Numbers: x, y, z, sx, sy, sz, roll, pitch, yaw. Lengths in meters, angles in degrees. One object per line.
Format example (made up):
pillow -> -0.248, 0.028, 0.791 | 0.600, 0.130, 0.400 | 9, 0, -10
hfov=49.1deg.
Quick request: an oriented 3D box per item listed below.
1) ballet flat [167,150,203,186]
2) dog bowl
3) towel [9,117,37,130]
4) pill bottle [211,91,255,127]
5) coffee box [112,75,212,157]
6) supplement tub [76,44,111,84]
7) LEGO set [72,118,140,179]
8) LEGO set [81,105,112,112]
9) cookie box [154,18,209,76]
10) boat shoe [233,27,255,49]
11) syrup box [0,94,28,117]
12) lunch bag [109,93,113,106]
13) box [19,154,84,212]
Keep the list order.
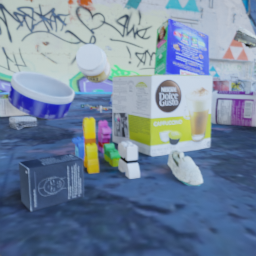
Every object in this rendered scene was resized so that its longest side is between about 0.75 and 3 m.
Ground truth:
ballet flat -> 0.964, 0.658, 5.028 | 0.434, 0.434, 1.211 | -2, 10, -10
dog bowl -> -4.052, -1.556, 13.140 | 2.832, 1.115, 2.832 | 20, 22, -8
towel -> -3.867, -0.194, 10.319 | 0.781, 0.404, 0.944 | -5, 9, -38
pill bottle -> 3.910, -0.780, 10.923 | 2.370, 1.331, 1.331 | 5, 11, 25
coffee box -> 0.821, -0.447, 7.256 | 1.854, 1.837, 1.857 | -5, 11, -30
supplement tub -> -1.661, -3.060, 13.486 | 1.435, 1.435, 1.988 | 1, -7, 5
LEGO set -> -0.606, 0.239, 5.745 | 0.911, 0.980, 2.389 | -4, 10, -20
LEGO set -> -1.853, -1.078, 16.280 | 1.525, 0.501, 2.041 | 3, -1, 25
cookie box -> 2.051, -2.658, 10.645 | 1.973, 2.306, 0.867 | 13, -20, -23
boat shoe -> 4.912, -3.537, 11.358 | 1.765, 0.528, 0.631 | 10, 32, -36
syrup box -> -6.356, -1.115, 13.760 | 2.708, 1.103, 1.066 | -8, 13, -36
lunch bag -> 0.301, -1.126, 13.669 | 2.210, 0.835, 1.771 | 10, -13, 40
box -> -1.064, 0.734, 3.928 | 0.786, 0.584, 0.421 | -6, 11, -37
